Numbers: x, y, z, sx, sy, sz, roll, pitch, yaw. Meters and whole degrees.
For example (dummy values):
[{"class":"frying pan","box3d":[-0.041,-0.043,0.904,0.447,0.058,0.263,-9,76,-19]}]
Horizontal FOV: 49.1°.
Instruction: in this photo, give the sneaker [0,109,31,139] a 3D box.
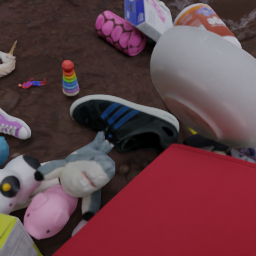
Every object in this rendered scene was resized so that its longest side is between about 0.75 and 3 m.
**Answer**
[{"class":"sneaker","box3d":[-2.983,-0.002,6.585,1.264,0.458,0.721,27,29,8]}]

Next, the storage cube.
[{"class":"storage cube","box3d":[0.921,1.972,3.201,2.445,2.325,2.720,-38,32,-31]}]

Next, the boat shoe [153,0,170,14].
[{"class":"boat shoe","box3d":[1.263,-5.002,11.663,0.541,0.592,1.645,-30,45,-20]}]

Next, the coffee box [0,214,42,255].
[{"class":"coffee box","box3d":[-2.441,2.165,3.879,1.685,1.669,1.688,10,48,10]}]

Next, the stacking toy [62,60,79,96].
[{"class":"stacking toy","box3d":[-1.562,-1.357,7.449,0.455,1.066,0.455,2,53,-3]}]

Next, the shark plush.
[{"class":"shark plush","box3d":[-0.530,0.638,5.153,1.192,2.623,1.092,45,101,2]}]

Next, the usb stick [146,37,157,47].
[{"class":"usb stick","box3d":[0.598,-3.265,10.217,0.306,0.180,1.102,-30,53,-26]}]

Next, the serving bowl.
[{"class":"serving bowl","box3d":[1.082,-0.378,3.929,2.124,2.124,0.699,36,84,30]}]

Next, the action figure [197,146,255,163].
[{"class":"action figure","box3d":[1.880,0.746,5.271,2.986,1.943,1.036,-4,89,-22]}]

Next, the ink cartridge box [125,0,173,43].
[{"class":"ink cartridge box","box3d":[0.743,-3.676,9.262,1.909,0.413,1.874,27,45,-31]}]

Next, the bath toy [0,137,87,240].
[{"class":"bath toy","box3d":[-1.372,1.231,4.635,2.942,1.087,1.279,33,44,1]}]

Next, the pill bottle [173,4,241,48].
[{"class":"pill bottle","box3d":[2.396,-2.380,8.245,1.392,1.392,2.482,-14,58,-13]}]

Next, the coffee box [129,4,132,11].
[{"class":"coffee box","box3d":[0.382,-5.159,11.942,0.480,0.339,0.849,-21,50,-19]}]

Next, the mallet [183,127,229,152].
[{"class":"mallet","box3d":[1.525,-0.220,6.677,0.869,0.543,2.638,-14,33,3]}]

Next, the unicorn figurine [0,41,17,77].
[{"class":"unicorn figurine","box3d":[-4.280,-1.634,8.319,1.512,0.813,2.201,7,60,-7]}]

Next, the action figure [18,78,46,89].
[{"class":"action figure","box3d":[-2.860,-1.321,8.339,0.785,0.203,0.257,-13,50,-9]}]

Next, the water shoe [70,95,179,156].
[{"class":"water shoe","box3d":[-0.186,-0.039,6.546,2.719,0.972,1.073,9,50,10]}]

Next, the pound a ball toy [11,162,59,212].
[{"class":"pound a ball toy","box3d":[-2.266,1.031,5.700,1.620,0.688,1.057,-13,47,-13]}]

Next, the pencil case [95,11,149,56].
[{"class":"pencil case","box3d":[-0.284,-3.373,9.759,0.959,0.990,2.113,-32,53,-26]}]
